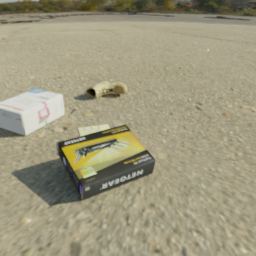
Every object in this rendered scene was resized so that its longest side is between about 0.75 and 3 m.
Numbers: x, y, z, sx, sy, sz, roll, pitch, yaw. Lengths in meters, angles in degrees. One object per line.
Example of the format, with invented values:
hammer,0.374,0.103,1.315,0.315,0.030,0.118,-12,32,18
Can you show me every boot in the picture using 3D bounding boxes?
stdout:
boot,-1.161,-1.998,14.980,1.896,0.690,1.474,17,31,32

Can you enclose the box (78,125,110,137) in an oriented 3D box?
box,-1.201,0.405,10.419,1.184,0.572,1.041,-8,28,-14

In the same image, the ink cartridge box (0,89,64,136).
ink cartridge box,-4.271,-0.754,12.167,1.766,1.034,2.444,14,29,25

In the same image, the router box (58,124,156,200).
router box,-0.690,0.948,8.783,2.462,0.643,1.936,-16,45,-28
